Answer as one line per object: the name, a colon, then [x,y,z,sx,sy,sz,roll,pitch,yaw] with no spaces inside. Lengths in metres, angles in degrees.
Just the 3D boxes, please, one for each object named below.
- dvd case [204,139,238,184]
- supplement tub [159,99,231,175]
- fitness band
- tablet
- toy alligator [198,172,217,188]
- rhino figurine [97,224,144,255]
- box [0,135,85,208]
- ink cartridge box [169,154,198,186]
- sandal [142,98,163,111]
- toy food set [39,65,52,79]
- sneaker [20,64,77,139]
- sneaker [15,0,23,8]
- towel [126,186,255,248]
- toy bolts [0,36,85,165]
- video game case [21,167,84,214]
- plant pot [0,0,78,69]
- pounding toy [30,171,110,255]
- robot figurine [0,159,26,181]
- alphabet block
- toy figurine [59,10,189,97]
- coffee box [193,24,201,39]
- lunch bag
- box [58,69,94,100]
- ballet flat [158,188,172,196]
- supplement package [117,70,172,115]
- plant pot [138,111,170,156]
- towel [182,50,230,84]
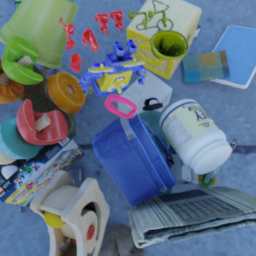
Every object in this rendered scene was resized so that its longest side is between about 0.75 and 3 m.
dvd case: [2.438,0.899,7.381,0.132,0.877,1.201,35,75,21]
supplement tub: [1.532,0.191,6.506,1.108,1.108,1.529,-24,53,-10]
fitness band: [-0.147,-0.413,5.469,0.615,0.856,0.160,29,75,-9]
tablet: [3.722,-2.504,9.604,1.670,0.175,2.567,23,69,30]
toy alligator: [2.374,1.155,8.196,0.467,0.427,1.575,13,68,5]
rhino figurine: [-0.955,3.367,7.074,2.741,0.820,1.199,-21,71,-3]
box: [-2.210,1.129,7.373,2.175,1.486,0.410,-43,74,-11]
ink cartridge box: [1.534,1.169,7.704,0.401,0.957,0.694,-15,63,34]
sandal: [0.621,-0.620,7.105,0.465,1.238,0.296,-17,96,-5]
toy food set: [-3.551,-1.790,9.140,2.200,0.990,1.050,-11,83,-30]
sneaker: [-2.485,-0.714,8.510,0.943,1.262,2.811,-37,74,-6]
sneaker: [-4.106,-4.917,10.590,1.745,0.681,0.743,35,72,13]
towel: [1.417,1.904,6.331,2.819,2.928,0.506,-8,86,-5]
toy bolts: [-2.559,-0.368,7.154,1.916,2.639,2.763,-30,56,24]
video game case: [-2.157,1.787,8.090,1.728,0.164,1.235,-3,67,-2]
plant pot: [-2.388,-2.969,7.904,1.967,1.967,1.809,38,108,14]
pounding toy: [-1.460,2.130,6.173,1.634,2.848,1.629,10,54,19]
robot figurine: [-3.208,1.165,7.851,1.017,0.764,0.635,53,51,-4]
alphabet block: [0.961,-2.590,7.900,1.506,1.514,1.542,29,74,12]
toy figurine: [-0.225,-1.545,6.626,2.912,1.745,1.536,-20,69,-29]
coffee box: [1.394,-3.378,9.868,2.156,0.474,1.326,-34,72,-23]
lunch bag: [0.273,0.722,6.583,1.371,1.408,2.072,-31,108,5]
box: [-1.764,-1.423,9.202,1.223,0.393,0.429,32,99,9]
ballet flat: [0.543,1.365,7.875,1.611,0.526,0.568,39,84,-15]
supplement package: [0.499,-0.815,8.690,1.031,1.023,1.358,40,73,15]
plant pot: [0.666,0.272,7.786,1.214,1.214,0.974,0,32,0]
towel: [2.606,-2.060,9.472,1.479,0.160,1.084,-6,66,15]
